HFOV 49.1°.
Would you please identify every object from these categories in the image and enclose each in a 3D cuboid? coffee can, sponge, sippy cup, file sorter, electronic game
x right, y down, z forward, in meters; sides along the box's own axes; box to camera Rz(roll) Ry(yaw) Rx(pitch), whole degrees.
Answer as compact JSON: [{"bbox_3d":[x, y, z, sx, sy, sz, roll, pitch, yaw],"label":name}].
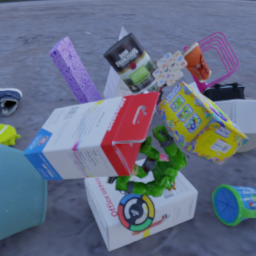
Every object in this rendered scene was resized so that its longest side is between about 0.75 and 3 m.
[{"bbox_3d":[0.144,-2.021,8.945,1.161,1.586,1.161,-34,23,16],"label":"coffee can"},{"bbox_3d":[-1.885,-1.874,10.685,0.432,2.898,1.617,-22,28,14],"label":"sponge"},{"bbox_3d":[3.281,2.209,8.245,1.090,1.168,1.487,-2,41,-22],"label":"sippy cup"},{"bbox_3d":[3.258,-2.538,11.149,1.534,1.700,2.446,-26,-2,12],"label":"file sorter"},{"bbox_3d":[0.190,2.026,6.802,0.945,0.197,0.945,-3,75,13],"label":"electronic game"}]

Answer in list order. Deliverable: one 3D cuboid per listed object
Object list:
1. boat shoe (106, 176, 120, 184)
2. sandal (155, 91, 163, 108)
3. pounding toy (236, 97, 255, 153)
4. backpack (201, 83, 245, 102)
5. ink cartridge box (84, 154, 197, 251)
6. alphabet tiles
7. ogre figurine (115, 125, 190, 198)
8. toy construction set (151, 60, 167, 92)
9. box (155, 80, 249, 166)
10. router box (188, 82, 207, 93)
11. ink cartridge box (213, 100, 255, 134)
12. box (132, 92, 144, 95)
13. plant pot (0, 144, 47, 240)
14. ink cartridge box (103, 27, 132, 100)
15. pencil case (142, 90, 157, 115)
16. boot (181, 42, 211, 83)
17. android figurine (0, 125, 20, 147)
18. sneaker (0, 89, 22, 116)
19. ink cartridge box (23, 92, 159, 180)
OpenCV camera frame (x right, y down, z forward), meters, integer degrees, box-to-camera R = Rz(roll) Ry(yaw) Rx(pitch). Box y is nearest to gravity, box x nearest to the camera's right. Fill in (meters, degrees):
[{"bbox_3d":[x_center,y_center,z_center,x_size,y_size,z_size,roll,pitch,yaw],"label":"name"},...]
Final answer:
[{"bbox_3d":[-0.197,1.030,6.912,0.317,0.376,1.054,25,40,10],"label":"boat shoe"},{"bbox_3d":[0.758,-0.678,7.832,0.590,0.354,1.571,-30,14,18],"label":"sandal"},{"bbox_3d":[4.794,-0.168,11.347,2.868,1.331,2.214,-25,69,19],"label":"pounding toy"},{"bbox_3d":[3.463,-1.015,10.398,1.507,1.278,1.698,-4,7,6],"label":"backpack"},{"bbox_3d":[0.304,2.065,8.305,2.744,1.145,1.992,-14,36,-20],"label":"ink cartridge box"},{"bbox_3d":[1.092,-1.553,7.431,0.071,0.952,0.973,24,36,-43],"label":"alphabet tiles"},{"bbox_3d":[0.595,0.886,6.254,1.119,1.867,0.916,27,5,-14],"label":"ogre figurine"},{"bbox_3d":[1.105,-1.904,10.199,0.977,1.171,0.900,7,58,18],"label":"toy construction set"},{"bbox_3d":[1.427,-0.085,5.523,1.294,0.789,1.246,22,27,-39],"label":"box"},{"bbox_3d":[3.563,-1.290,13.616,2.208,0.601,2.460,-29,42,-25],"label":"router box"},{"bbox_3d":[3.035,-0.306,8.371,1.573,0.908,2.168,-1,2,-21],"label":"ink cartridge box"},{"bbox_3d":[0.424,-1.531,12.216,0.415,0.775,0.575,27,38,-4],"label":"box"},{"bbox_3d":[-3.720,1.703,7.548,2.799,2.978,2.978,2,31,-24],"label":"plant pot"},{"bbox_3d":[-0.207,-2.170,10.946,0.749,2.989,2.406,12,26,-17],"label":"ink cartridge box"},{"bbox_3d":[0.839,-1.323,13.800,0.807,0.740,1.780,-10,34,-10],"label":"pencil case"},{"bbox_3d":[2.226,-2.032,8.958,1.054,0.737,1.965,54,14,14],"label":"boot"},{"bbox_3d":[-5.488,0.404,11.493,2.034,0.418,1.852,3,33,7],"label":"android figurine"},{"bbox_3d":[-6.477,-1.252,13.513,2.455,0.934,1.774,-8,32,-14],"label":"sneaker"},{"bbox_3d":[-0.613,0.193,5.952,2.720,0.915,1.580,-7,38,26],"label":"ink cartridge box"}]
